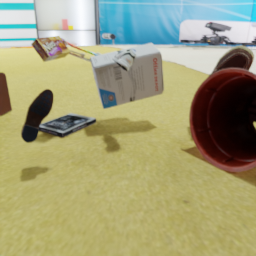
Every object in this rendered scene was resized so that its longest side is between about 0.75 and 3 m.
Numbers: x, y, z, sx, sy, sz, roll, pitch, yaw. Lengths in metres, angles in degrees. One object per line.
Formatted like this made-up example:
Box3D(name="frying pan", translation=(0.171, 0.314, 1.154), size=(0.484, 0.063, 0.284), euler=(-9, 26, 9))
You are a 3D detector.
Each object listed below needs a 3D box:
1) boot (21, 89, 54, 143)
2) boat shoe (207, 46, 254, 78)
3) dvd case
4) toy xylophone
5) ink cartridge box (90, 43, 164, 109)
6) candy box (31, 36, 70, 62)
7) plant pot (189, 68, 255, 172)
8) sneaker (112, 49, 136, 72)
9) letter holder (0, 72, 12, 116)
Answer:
Box3D(name="boot", translation=(-2.274, -0.326, 6.824), size=(0.507, 1.357, 0.658), euler=(29, -9, -29))
Box3D(name="boat shoe", translation=(2.848, -1.342, 8.750), size=(0.966, 2.678, 0.964), euler=(34, 53, -2))
Box3D(name="dvd case", translation=(-2.253, -0.134, 10.336), size=(1.335, 0.220, 1.777), euler=(12, 24, 30))
Box3D(name="toy xylophone", translation=(-1.749, -2.726, 9.910), size=(1.561, 0.392, 1.143), euler=(11, 19, -40))
Box3D(name="ink cartridge box", translation=(-0.010, -1.775, 9.605), size=(2.227, 1.631, 0.956), euler=(-16, 38, -8))
Box3D(name="candy box", translation=(-2.331, -2.424, 8.528), size=(0.313, 0.646, 1.108), euler=(-33, 4, 30))
Box3D(name="plant pot", translation=(3.567, -0.276, 7.842), size=(2.552, 2.624, 2.624), euler=(-5, 20, -35))
Box3D(name="sneaker", translation=(-0.074, -1.982, 8.086), size=(0.501, 0.544, 1.359), euler=(36, 6, -22))
Box3D(name="letter holder", translation=(-5.913, -1.180, 10.861), size=(1.270, 1.794, 2.525), euler=(4, 22, 11))
